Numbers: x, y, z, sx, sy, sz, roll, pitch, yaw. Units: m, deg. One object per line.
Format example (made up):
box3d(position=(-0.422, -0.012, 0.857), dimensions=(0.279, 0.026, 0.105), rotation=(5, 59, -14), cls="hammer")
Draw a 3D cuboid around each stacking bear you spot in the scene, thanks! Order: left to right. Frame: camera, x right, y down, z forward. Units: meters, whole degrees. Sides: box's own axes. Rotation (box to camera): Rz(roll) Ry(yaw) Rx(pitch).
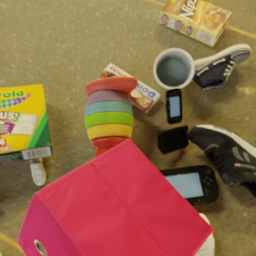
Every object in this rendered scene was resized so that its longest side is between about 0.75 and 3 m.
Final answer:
box3d(position=(-0.489, 0.069, 8.272), dimensions=(1.546, 1.650, 2.718), rotation=(-1, 77, -11), cls="stacking bear")

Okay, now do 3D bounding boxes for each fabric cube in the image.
box3d(position=(-0.390, 2.381, 6.076), dimensions=(2.667, 2.617, 2.659), rotation=(-28, 68, -42), cls="fabric cube")

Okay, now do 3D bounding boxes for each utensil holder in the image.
box3d(position=(1.435, -1.807, 9.007), dimensions=(1.224, 1.440, 1.224), rotation=(1, 95, 6), cls="utensil holder")

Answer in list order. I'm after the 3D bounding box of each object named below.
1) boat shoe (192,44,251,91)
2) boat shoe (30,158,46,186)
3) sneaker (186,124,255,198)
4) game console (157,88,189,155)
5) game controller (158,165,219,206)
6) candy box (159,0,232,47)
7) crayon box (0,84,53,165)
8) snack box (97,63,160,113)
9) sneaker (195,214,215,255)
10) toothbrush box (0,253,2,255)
box3d(position=(3.318, -2.015, 9.675), dimensions=(2.323, 0.867, 1.077), rotation=(-21, 59, 2), cls="boat shoe")
box3d(position=(-2.752, 1.177, 8.398), dimensions=(0.393, 0.385, 1.110), rotation=(-17, 65, -6), cls="boat shoe")
box3d(position=(2.892, 0.964, 7.942), dimensions=(2.864, 1.085, 1.254), rotation=(28, 66, 6), cls="sneaker")
box3d(position=(1.324, -0.205, 8.333), dimensions=(1.125, 0.230, 1.907), rotation=(-14, 106, -32), cls="game console")
box3d(position=(1.486, 1.702, 8.037), dimensions=(2.122, 0.447, 1.107), rotation=(-8, 59, 1), cls="game controller")
box3d(position=(2.584, -4.290, 10.920), dimensions=(2.383, 0.659, 1.376), rotation=(30, 69, 13), cls="candy box")
box3d(position=(-3.757, -0.085, 8.334), dimensions=(2.665, 0.777, 2.299), rotation=(-9, 60, -16), cls="crayon box")
box3d(position=(-0.003, -1.403, 9.713), dimensions=(2.175, 0.264, 0.782), rotation=(35, 72, 16), cls="snack box")
box3d(position=(1.541, 3.372, 7.049), dimensions=(1.231, 0.965, 2.477), rotation=(2, 57, 15), cls="sneaker")
box3d(position=(-3.524, 3.778, 7.114), dimensions=(0.702, 0.415, 0.964), rotation=(-21, 67, -10), cls="toothbrush box")
